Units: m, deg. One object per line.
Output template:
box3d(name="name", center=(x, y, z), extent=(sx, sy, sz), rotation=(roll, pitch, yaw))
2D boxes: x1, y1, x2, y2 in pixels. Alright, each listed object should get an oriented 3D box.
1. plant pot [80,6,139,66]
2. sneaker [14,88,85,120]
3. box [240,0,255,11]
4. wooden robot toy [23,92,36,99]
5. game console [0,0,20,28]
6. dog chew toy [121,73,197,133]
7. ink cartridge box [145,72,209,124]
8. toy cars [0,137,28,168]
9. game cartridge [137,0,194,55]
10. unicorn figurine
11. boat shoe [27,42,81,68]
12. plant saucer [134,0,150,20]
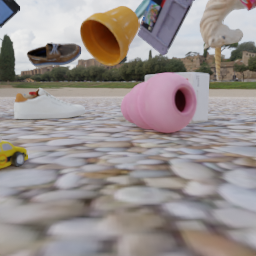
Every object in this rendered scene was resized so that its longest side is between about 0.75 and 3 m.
box3d(name="plant pot", center=(-0.471, -3.226, 9.383), extent=(1.691, 1.691, 1.548), rotation=(7, 48, 44))
box3d(name="sneaker", center=(-2.795, -0.908, 10.352), extent=(2.636, 1.116, 0.960), rotation=(-4, 7, -34))
box3d(name="box", center=(2.051, -2.224, 3.709), extent=(1.325, 0.661, 0.633), rotation=(-28, -14, -10))
box3d(name="wooden robot toy", center=(-4.105, -0.914, 11.385), extent=(2.271, 1.001, 1.031), rotation=(6, 20, 39))
box3d(name="game console", center=(-4.284, -3.739, 8.949), extent=(0.850, 1.437, 1.227), rotation=(49, 1, 41))
box3d(name="dog chew toy", center=(0.636, -0.589, 7.253), extent=(1.440, 1.440, 2.313), rotation=(-5, 1, -33))
box3d(name="ink cartridge box", center=(1.584, -1.033, 9.463), extent=(0.904, 1.559, 2.153), rotation=(-6, 10, -38))
box3d(name="toy cars", center=(-2.291, 0.338, 3.370), extent=(2.112, 0.468, 0.947), rotation=(-4, 8, -28))
box3d(name="game cartridge", center=(0.998, -3.146, 7.948), extent=(1.173, 1.810, 0.347), rotation=(41, 43, 16))
box3d(name="unicorn figurine", center=(2.209, -2.578, 4.776), extent=(2.007, 2.922, 1.079), rotation=(-23, 49, -10))
box3d(name="boat shoe", center=(-2.657, -2.640, 9.980), extent=(1.972, 0.713, 0.714), rotation=(-13, -18, 10))
box3d(name="plant saucer", center=(0.543, -4.351, 10.215), extent=(0.174, 1.272, 1.272), rotation=(34, -6, -22))
